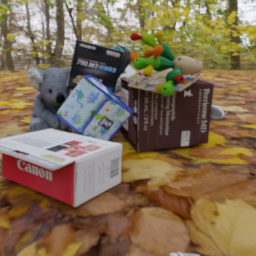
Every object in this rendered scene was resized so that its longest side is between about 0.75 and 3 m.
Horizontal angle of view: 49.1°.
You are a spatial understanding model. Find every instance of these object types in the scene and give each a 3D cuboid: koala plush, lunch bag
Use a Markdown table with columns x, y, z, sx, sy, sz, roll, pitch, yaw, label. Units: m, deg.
| x | y | z | sx | sy | sz | roll | pitch | yaw | label |
| --- | --- | --- | --- | --- | --- | --- | --- | --- | --- |
| -2.957 | -1.263 | 11.238 | 2.338 | 2.636 | 2.423 | -10 | 39 | -21 | koala plush |
| -0.999 | -0.482 | 8.594 | 1.809 | 1.538 | 1.153 | 39 | 13 | -6 | lunch bag |

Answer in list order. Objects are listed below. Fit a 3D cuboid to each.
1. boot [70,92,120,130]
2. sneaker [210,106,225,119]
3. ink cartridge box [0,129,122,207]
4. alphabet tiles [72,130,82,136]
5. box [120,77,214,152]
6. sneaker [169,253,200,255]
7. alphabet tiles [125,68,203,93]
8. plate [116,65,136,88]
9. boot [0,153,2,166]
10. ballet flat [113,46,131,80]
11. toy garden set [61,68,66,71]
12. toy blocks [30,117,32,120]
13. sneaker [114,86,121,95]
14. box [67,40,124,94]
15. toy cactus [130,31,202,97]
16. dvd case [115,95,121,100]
| x | y | z | sx | sy | sz | roll | pitch | yaw | label |
| --- | --- | --- | --- | --- | --- | --- | --- | --- | --- |
| -1.694 | -0.954 | 12.056 | 2.762 | 0.946 | 2.600 | 36 | 20 | 21 | boot |
| 4.631 | -0.907 | 14.794 | 0.745 | 0.679 | 1.816 | -4 | 16 | -13 | sneaker |
| -1.967 | 0.934 | 7.265 | 2.756 | 1.155 | 2.419 | 10 | 14 | 32 | ink cartridge box |
| -1.132 | -0.215 | 10.314 | 0.072 | 1.895 | 2.277 | 34 | 31 | 28 | alphabet tiles |
| 1.319 | -0.693 | 10.687 | 2.838 | 2.355 | 2.331 | -5 | 18 | -16 | box |
| 1.173 | 2.268 | 3.979 | 0.642 | 0.585 | 1.566 | -5 | 16 | -18 | sneaker |
| 1.216 | -1.714 | 9.425 | 2.081 | 0.079 | 2.500 | 18 | 36 | 33 | alphabet tiles |
| -0.402 | -2.584 | 12.371 | 1.711 | 0.276 | 1.707 | 38 | 41 | -9 | plate |
| -4.234 | 0.825 | 9.113 | 1.386 | 0.523 | 1.582 | -7 | 19 | -23 | boot |
| -0.811 | -1.996 | 11.417 | 1.077 | 2.949 | 1.077 | 31 | 24 | -16 | ballet flat |
| -2.540 | -2.796 | 13.103 | 2.107 | 0.504 | 2.527 | -7 | 20 | 17 | toy garden set |
| -4.005 | -0.401 | 12.868 | 0.662 | 0.484 | 0.968 | -33 | -41 | 31 | toy blocks |
| -0.744 | -1.388 | 12.222 | 1.292 | 0.843 | 0.514 | -3 | -2 | 14 | sneaker |
| -1.208 | -2.133 | 10.219 | 1.761 | 1.748 | 0.437 | 11 | 17 | -18 | box |
| 1.215 | -2.039 | 8.440 | 2.209 | 1.369 | 2.678 | 0 | 41 | -21 | toy cactus |
| 0.266 | -1.051 | 13.862 | 2.381 | 0.294 | 1.789 | 23 | -3 | 42 | dvd case |
